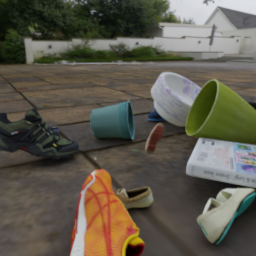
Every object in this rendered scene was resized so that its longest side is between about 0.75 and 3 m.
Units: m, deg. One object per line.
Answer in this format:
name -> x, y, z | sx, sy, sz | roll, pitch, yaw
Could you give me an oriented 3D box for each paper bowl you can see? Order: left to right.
paper bowl -> 2.064, -1.035, 11.374 | 2.494, 1.297, 2.494 | 23, 33, -16

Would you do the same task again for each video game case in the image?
video game case -> 2.941, 0.839, 6.893 | 2.631, 0.342, 2.891 | 9, 12, 18

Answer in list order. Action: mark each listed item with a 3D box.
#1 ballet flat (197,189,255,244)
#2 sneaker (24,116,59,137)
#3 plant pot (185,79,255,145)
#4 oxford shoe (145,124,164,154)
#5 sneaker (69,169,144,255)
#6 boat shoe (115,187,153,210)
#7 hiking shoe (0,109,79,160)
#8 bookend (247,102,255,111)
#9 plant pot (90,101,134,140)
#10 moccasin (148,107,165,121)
ballet flat -> 1.842, 1.461, 5.243 | 0.623, 0.623, 1.795 | 14, 21, 38
sneaker -> -2.778, 0.027, 9.054 | 1.047, 0.551, 1.450 | -2, -27, -9
plant pot -> 3.269, -0.272, 9.091 | 2.080, 1.946, 1.946 | 22, 15, -7
oxford shoe -> 0.688, 0.258, 7.764 | 0.330, 0.931, 0.344 | 20, 17, -20
sneaker -> -0.355, 1.654, 4.438 | 1.102, 1.043, 2.857 | 9, 24, -9
boat shoe -> -0.071, 1.435, 5.737 | 1.157, 0.384, 0.428 | -9, 19, -8
hiking shoe -> -2.518, 0.134, 7.843 | 2.529, 1.273, 0.958 | 11, 0, -26
bookend -> 5.551, -0.830, 12.420 | 1.895, 0.873, 1.883 | -13, 21, -38
plant pot -> -0.550, -0.213, 9.839 | 1.342, 1.371, 1.371 | -5, 16, 8
moccasin -> 1.529, -0.773, 12.584 | 0.780, 0.661, 1.938 | 12, 21, 35
